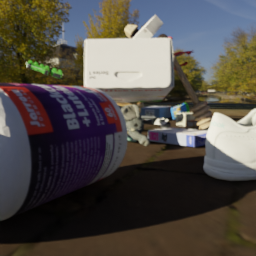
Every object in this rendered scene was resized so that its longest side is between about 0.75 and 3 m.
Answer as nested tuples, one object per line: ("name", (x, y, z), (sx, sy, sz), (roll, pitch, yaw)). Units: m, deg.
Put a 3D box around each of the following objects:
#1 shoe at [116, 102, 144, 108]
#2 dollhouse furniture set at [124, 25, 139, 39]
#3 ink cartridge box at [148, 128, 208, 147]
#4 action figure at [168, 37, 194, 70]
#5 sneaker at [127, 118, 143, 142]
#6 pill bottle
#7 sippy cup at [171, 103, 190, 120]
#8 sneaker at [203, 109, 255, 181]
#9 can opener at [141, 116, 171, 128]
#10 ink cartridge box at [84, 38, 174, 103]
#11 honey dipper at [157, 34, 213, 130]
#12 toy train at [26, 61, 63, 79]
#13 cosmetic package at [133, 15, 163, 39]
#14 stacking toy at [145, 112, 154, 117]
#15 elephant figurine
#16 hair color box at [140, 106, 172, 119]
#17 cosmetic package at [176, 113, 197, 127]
("shoe", (0.071, -0.916, 10.571), (1.167, 0.408, 0.311), (6, -31, 35))
("dollhouse furniture set", (0.409, -2.420, 11.201), (1.727, 1.928, 2.433), (33, -12, 26))
("ink cartridge box", (1.503, 0.233, 7.346), (1.047, 0.368, 1.755), (-7, 6, -44))
("action figure", (1.512, -2.230, 8.527), (0.904, 0.596, 1.826), (-4, 38, 10))
("sneaker", (0.141, -0.098, 7.718), (0.458, 0.823, 1.177), (14, 12, 7))
("pill bottle", (-1.201, 0.201, 3.135), (1.390, 1.390, 2.495), (4, 8, 31))
("sippy cup", (2.601, -0.759, 14.096), (0.840, 0.900, 1.146), (-11, -17, 1))
("sneaker", (2.468, 0.156, 4.527), (2.618, 1.159, 0.985), (-2, 6, -19))
("can opener", (0.738, -0.155, 8.139), (1.048, 0.348, 0.276), (10, 42, 44))
("ink cartridge box", (0.039, -1.430, 7.713), (2.070, 1.200, 2.858), (-1, -1, 1))
("honey dipper", (1.564, -1.313, 7.673), (0.541, 2.846, 0.541), (-26, -1, -1))
("toy train", (-2.649, -1.827, 8.861), (1.171, 0.244, 0.330), (15, 32, -15))
("cosmetic package", (0.393, -2.471, 7.599), (0.329, 0.536, 1.298), (41, -23, -13))
("stacking toy", (-0.078, -0.191, 9.430), (1.257, 0.392, 1.667), (-6, -7, -44))
("elephant figurine", (0.032, -0.115, 6.674), (1.198, 0.930, 0.848), (8, 1, 14))
("hair color box", (1.541, -0.816, 15.065), (1.043, 0.639, 2.108), (3, 8, 26))
("cosmetic package", (2.656, -0.353, 11.542), (1.240, 0.541, 0.641), (-4, 7, -25))
